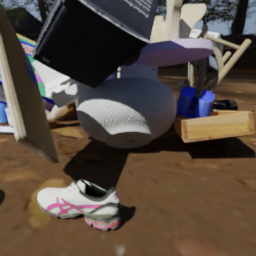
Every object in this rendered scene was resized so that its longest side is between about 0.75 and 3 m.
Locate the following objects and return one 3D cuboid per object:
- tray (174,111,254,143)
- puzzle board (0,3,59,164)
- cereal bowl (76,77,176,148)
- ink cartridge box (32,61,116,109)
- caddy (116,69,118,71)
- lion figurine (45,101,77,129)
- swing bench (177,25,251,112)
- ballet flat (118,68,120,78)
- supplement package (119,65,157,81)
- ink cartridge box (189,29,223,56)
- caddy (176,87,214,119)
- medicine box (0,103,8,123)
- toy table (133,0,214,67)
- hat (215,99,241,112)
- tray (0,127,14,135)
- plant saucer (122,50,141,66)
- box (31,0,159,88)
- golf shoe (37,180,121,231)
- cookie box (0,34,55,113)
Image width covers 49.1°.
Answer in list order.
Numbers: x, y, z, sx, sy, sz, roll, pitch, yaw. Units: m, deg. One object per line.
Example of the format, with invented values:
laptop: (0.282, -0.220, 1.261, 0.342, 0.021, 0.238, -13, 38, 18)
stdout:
tray: (1.960, -0.087, 7.075, 1.410, 0.529, 2.858, -7, 4, 6)
puzzle board: (-1.598, -0.527, 4.366, 0.235, 2.034, 2.698, -16, -10, -10)
cereal bowl: (-0.017, -0.162, 6.607, 2.381, 0.992, 2.381, -3, -24, -1)
ink cartridge box: (-1.289, -1.434, 7.041, 1.266, 1.233, 1.969, -24, 14, 16)
caddy: (-0.166, -3.167, 12.257, 1.012, 1.363, 1.929, 12, 19, 27)
lion figurine: (-2.117, -0.514, 8.844, 2.162, 1.324, 0.783, -26, 47, 5)
swing bench: (2.827, -1.945, 10.310, 1.735, 2.674, 2.660, 20, 7, 2)
ballet flat: (-0.135, -2.091, 10.424, 0.511, 0.552, 1.638, 12, 48, -21)
supplement package: (0.233, -0.937, 8.215, 1.053, 1.369, 1.432, 4, -10, -2)
ink cartridge box: (3.333, -3.362, 11.840, 1.453, 0.452, 1.805, 27, -6, 38)
caddy: (1.862, -0.626, 7.879, 0.992, 0.737, 1.403, 19, 27, 15)
medicine box: (-5.306, -1.183, 10.770, 2.747, 1.414, 2.503, 2, 15, 7)
toy table: (1.135, -2.827, 8.322, 2.723, 1.595, 2.503, -6, -3, -21)
hat: (3.907, -0.813, 11.055, 1.473, 0.594, 1.473, 0, 13, 0)
tray: (-3.602, 0.091, 8.463, 1.097, 0.122, 0.589, 1, 15, 4)
plant saucer: (-0.067, -2.029, 7.331, 0.806, 0.806, 0.119, 0, 23, 2)
box: (-0.484, -2.453, 5.227, 1.424, 2.729, 2.019, 24, -25, -25)
golf shoe: (-0.716, 0.982, 4.004, 1.361, 0.627, 0.494, 5, 16, 22)
cookie box: (-3.472, -1.876, 9.587, 2.209, 0.970, 2.583, 17, 44, -40)
